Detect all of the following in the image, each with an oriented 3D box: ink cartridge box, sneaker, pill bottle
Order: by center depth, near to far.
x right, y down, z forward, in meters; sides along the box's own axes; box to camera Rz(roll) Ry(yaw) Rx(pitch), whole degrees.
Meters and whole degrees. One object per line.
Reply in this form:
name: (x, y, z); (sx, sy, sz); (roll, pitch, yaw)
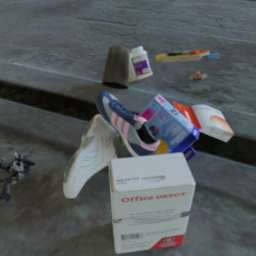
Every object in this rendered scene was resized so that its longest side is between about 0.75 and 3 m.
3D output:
ink cartridge box: (0.509, 1.970, 7.173); (1.882, 2.608, 1.092); (-5, 40, -6)
sneaker: (0.023, -0.268, 8.763); (2.587, 1.061, 0.907); (51, 45, -2)
sneaker: (-1.046, 1.025, 9.033); (1.424, 1.117, 2.866); (30, 68, -15)
ink cartridge box: (1.307, 0.195, 9.513); (2.280, 1.556, 0.870); (42, 27, 0)
ink cartridge box: (2.919, -0.440, 11.039); (2.120, 0.531, 1.719); (23, 30, -18)
pill bottle: (0.538, -2.750, 11.854); (0.706, 1.255, 0.706); (-17, 11, 3)

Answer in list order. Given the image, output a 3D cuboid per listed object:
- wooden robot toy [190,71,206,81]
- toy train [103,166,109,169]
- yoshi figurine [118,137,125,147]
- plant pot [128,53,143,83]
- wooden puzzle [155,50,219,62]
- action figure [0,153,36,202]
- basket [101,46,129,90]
wooden robot toy: (3.694, -2.769, 14.685); (0.940, 0.427, 0.414); (-7, 39, -8)
toy train: (-0.777, 1.182, 9.837); (0.821, 0.350, 0.468); (2, 54, 10)
yoshi figurine: (-0.009, 0.293, 10.215); (0.758, 0.761, 1.353); (-38, 6, 10)
plant pot: (0.197, -3.004, 14.076); (1.741, 1.631, 1.631); (-4, 35, -36)
wooden puzzle: (2.474, -3.177, 12.126); (2.890, 0.338, 1.950); (1, 22, 20)
action figure: (-3.860, 1.401, 9.147); (1.225, 1.052, 2.061); (-1, 40, 16)
basket: (-0.486, -2.674, 12.469); (1.130, 1.661, 1.498); (5, -3, 23)
